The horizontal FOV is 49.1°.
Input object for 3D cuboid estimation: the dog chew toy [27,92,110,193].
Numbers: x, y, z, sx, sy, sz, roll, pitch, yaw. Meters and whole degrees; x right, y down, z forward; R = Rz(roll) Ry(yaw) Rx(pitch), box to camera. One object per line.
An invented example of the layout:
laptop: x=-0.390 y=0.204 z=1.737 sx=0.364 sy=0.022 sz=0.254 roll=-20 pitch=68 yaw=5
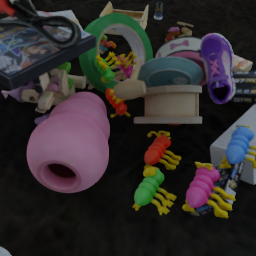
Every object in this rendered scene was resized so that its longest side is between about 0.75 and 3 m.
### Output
dog chew toy: x=-1.211 y=0.126 z=6.677 sx=1.760 sy=1.760 sz=2.826 roll=5 pitch=38 yaw=5

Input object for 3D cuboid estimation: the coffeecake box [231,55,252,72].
coffeecake box: x=3.823 y=-2.244 z=9.972 sx=0.680 sy=0.323 sz=0.885 roll=-35 pitch=54 yaw=-30

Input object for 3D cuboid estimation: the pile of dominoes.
pile of dominoes: x=-0.741 y=-1.800 z=9.325 sx=1.415 sy=0.225 sz=1.103 roll=-17 pitch=37 yaw=0

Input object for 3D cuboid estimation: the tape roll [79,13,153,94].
tape roll: x=-0.319 y=-2.204 z=8.541 sx=2.390 sy=2.390 sz=0.574 roll=-34 pitch=21 yaw=-30

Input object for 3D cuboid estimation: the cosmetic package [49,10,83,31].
cosmetic package: x=-2.458 y=-3.192 z=9.748 sx=1.389 sy=1.145 sz=1.146 roll=-26 pitch=82 yaw=-33

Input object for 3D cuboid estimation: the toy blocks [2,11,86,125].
toy blocks: x=-2.737 y=-1.469 z=7.645 sx=2.346 sy=2.605 sz=2.787 roll=9 pitch=49 yaw=6

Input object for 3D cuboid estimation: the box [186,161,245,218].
box: x=1.826 y=1.258 z=5.876 sx=0.284 sy=1.144 sz=1.135 roll=41 pitch=51 yaw=-1

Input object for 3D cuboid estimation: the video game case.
video game case: x=-2.260 y=-1.857 z=6.106 sx=2.127 sy=0.300 sz=2.354 roll=30 pitch=48 yaw=22

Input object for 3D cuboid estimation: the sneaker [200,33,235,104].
sneaker: x=2.157 y=-1.340 z=6.736 sx=0.723 sy=1.798 sz=0.795 roll=-6 pitch=29 yaw=30

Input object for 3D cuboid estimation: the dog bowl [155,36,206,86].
dog bowl: x=1.733 y=-1.853 z=8.579 sx=1.860 sy=1.860 sz=0.686 roll=4 pitch=58 yaw=4

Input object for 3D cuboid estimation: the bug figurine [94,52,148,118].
bug figurine: x=-0.052 y=-1.296 z=8.008 sx=2.469 sy=0.635 sz=1.915 roll=-26 pitch=83 yaw=-51

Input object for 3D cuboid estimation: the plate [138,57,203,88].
plate: x=1.078 y=-1.265 z=7.250 sx=1.676 sy=1.676 sz=0.214 roll=5 pitch=68 yaw=5

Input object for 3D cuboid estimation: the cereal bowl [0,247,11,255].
cereal bowl: x=-2.479 y=2.621 z=5.028 sx=0.876 sy=0.365 sz=0.876 roll=0 pitch=46 yaw=0

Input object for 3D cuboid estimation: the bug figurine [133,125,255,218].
bug figurine: x=1.166 y=0.749 z=5.644 sx=2.818 sy=0.725 sz=2.185 roll=-9 pitch=34 yaw=41

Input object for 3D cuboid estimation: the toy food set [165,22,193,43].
toy food set: x=2.054 y=-3.851 z=11.683 sx=1.030 sy=0.255 sz=1.620 roll=24 pitch=57 yaw=23

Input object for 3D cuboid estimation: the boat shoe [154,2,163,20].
boat shoe: x=1.432 y=-5.506 z=13.147 sx=0.384 sy=0.492 sz=1.085 roll=4 pitch=45 yaw=4

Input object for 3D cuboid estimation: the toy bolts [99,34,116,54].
toy bolts: x=-0.892 y=-3.151 z=10.921 sx=0.751 sy=0.545 sz=0.786 roll=32 pitch=26 yaw=-25

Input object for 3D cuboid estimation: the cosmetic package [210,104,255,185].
cosmetic package: x=3.108 y=0.307 z=6.883 sx=2.198 sy=0.814 sz=1.117 roll=-37 pitch=37 yaw=-30

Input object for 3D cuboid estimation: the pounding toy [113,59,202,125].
pounding toy: x=1.016 y=-0.881 z=6.722 sx=1.637 sy=1.643 sz=2.863 roll=0 pitch=1 yaw=27

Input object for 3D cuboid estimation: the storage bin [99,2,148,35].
storage bin: x=-0.115 y=-4.744 z=12.143 sx=1.767 sy=0.828 sz=1.754 roll=8 pitch=46 yaw=9

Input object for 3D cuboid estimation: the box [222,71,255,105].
box: x=3.747 y=-1.183 z=8.281 sx=1.696 sy=0.416 sz=1.367 roll=8 pitch=41 yaw=37

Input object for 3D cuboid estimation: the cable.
cable: x=-2.143 y=-2.335 z=5.752 sx=1.264 sy=0.655 sz=2.604 roll=-48 pitch=70 yaw=8
